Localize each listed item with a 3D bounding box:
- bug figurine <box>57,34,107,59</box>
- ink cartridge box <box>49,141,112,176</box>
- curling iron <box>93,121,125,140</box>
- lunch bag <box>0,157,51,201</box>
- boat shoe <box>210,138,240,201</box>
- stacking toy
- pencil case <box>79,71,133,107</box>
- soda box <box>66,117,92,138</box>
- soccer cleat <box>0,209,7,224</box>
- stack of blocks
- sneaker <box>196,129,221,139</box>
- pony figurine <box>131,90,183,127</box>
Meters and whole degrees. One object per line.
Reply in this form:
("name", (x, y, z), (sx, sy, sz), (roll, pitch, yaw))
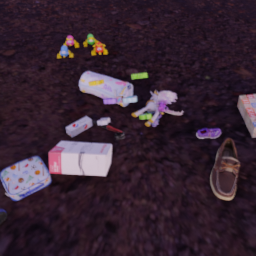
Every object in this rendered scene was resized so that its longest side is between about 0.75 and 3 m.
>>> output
("bug figurine", (-2.499, -4.379, 14.905), (2.657, 0.684, 2.060), (-9, 43, -9))
("ink cartridge box", (-1.435, 0.939, 8.751), (1.728, 0.715, 1.266), (3, 12, 3))
("curling iron", (-0.751, 0.037, 10.482), (1.488, 0.190, 0.369), (28, 50, 27))
("lunch bag", (-3.129, 1.566, 8.567), (1.383, 0.522, 1.108), (-27, 59, -25))
("boat shoe", (3.084, 1.205, 8.772), (0.791, 0.789, 2.193), (14, 45, 15))
("stacking toy", (-0.281, -1.009, 10.087), (2.187, 1.649, 0.514), (-5, 15, 19))
("pencil case", (-0.926, -1.633, 11.727), (2.292, 0.953, 1.040), (22, 45, 23))
("soda box", (-1.823, -0.045, 10.451), (0.335, 0.313, 0.984), (31, 48, 33))
("soccer cleat", (-3.842, 2.663, 7.604), (1.151, 0.372, 0.481), (-38, 24, -28))
("stack of blocks", (5.035, -0.504, 10.710), (1.090, 0.554, 1.893), (-5, 43, 5))
("sneaker", (2.935, 0.180, 10.145), (0.898, 0.375, 0.362), (-9, 58, -3))
("pony figurine", (1.155, -0.784, 10.786), (1.549, 1.336, 1.604), (21, 61, 34))
